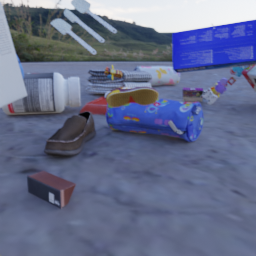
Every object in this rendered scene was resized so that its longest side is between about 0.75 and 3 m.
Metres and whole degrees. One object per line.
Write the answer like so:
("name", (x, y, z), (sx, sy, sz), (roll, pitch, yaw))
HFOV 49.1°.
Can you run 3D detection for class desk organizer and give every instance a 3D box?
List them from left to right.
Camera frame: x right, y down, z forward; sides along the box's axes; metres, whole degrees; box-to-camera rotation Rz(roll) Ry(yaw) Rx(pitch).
("desk organizer", (-1.301, 1.019, 4.746), (0.891, 0.320, 0.343), (12, 18, 35))

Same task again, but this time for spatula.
("spatula", (-1.519, -3.585, 9.774), (2.116, 1.471, 0.170), (40, -9, 14))

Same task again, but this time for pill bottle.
("pill bottle", (-3.206, -1.296, 10.519), (2.750, 1.522, 1.522), (-3, 17, -10))

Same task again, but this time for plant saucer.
("plant saucer", (-0.624, -0.901, 11.234), (2.028, 0.372, 2.024), (4, 17, 17))

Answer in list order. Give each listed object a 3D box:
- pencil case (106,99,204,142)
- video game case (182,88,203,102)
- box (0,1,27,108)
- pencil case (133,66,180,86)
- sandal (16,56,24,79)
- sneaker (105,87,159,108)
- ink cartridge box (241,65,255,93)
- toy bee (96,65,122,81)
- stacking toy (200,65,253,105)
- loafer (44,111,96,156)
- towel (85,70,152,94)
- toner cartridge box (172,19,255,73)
("pencil case", (0.679, -0.301, 7.876), (2.826, 1.103, 1.227), (9, 31, 28))
("video game case", (2.942, -1.510, 12.743), (0.907, 0.822, 0.162), (4, 60, 15))
("box", (-3.053, -1.472, 5.715), (1.221, 1.962, 0.956), (13, 33, 31))
("pencil case", (1.818, -3.258, 17.788), (2.963, 1.232, 1.344), (-6, -11, -19))
("sandal", (-3.761, -2.248, 7.762), (2.771, 1.101, 1.207), (50, 15, 8))
("sneaker", (0.076, -0.788, 6.519), (1.238, 0.464, 0.558), (-4, 29, -12))
("ink cartridge box", (5.816, -1.686, 10.859), (1.076, 1.894, 2.599), (-40, 12, 10))
("toy bee", (-0.627, -1.882, 9.635), (0.876, 0.574, 0.476), (-19, -18, -13))
("stacking toy", (4.548, -2.273, 12.495), (0.665, 2.829, 2.133), (47, 30, 7))
("loafer", (-1.462, 0.072, 7.102), (0.820, 0.797, 2.246), (3, 17, 9))
("towel", (-0.512, -2.452, 14.579), (2.816, 1.205, 2.332), (7, 13, 37))
("toner cartridge box", (2.958, -2.707, 9.488), (2.845, 1.351, 0.614), (-1, -1, 24))
